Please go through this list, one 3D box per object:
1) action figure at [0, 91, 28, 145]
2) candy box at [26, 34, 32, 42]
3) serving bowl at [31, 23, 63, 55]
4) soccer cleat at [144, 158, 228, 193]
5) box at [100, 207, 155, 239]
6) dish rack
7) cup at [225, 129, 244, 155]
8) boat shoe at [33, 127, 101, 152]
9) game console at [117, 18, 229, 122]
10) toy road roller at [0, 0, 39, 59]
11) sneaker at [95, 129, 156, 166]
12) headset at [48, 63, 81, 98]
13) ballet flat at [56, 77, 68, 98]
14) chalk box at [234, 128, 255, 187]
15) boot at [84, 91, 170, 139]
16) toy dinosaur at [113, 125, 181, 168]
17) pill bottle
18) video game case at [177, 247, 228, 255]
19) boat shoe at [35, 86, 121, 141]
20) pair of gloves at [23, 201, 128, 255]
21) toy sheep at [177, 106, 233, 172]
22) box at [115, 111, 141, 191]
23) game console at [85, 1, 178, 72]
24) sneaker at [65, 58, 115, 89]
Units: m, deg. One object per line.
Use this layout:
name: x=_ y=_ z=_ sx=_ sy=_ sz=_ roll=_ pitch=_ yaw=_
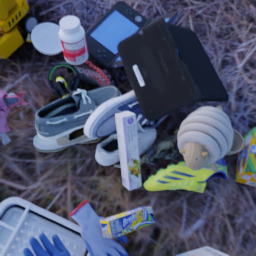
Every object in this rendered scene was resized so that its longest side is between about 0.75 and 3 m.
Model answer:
action figure: x=-4.474 y=-0.569 z=8.646 sx=2.794 sy=2.080 sz=1.871 roll=-26 pitch=61 yaw=4
candy box: x=-3.417 y=-3.572 z=10.965 sx=1.017 sy=0.134 sz=0.520 roll=5 pitch=71 yaw=2
serving bowl: x=-2.974 y=-3.280 z=10.557 sx=1.293 sy=0.425 sz=1.293 roll=5 pitch=74 yaw=-17
soccer cleat: x=1.746 y=1.492 z=8.272 sx=2.565 sy=0.829 sz=1.073 roll=-17 pitch=75 yaw=-7
box: x=0.003 y=2.523 z=7.553 sx=1.435 sy=0.503 sz=0.461 roll=-6 pitch=80 yaw=-35
dish rack: x=-2.550 y=3.499 z=7.399 sx=2.943 sy=0.641 sz=2.526 roll=21 pitch=65 yaw=8
cup: x=3.084 y=0.519 z=8.788 sx=0.859 sy=0.614 sz=0.859 roll=3 pitch=58 yaw=-5
boat shoe: x=-1.958 y=0.188 z=8.892 sx=2.201 sy=0.753 sz=0.823 roll=-13 pitch=66 yaw=-6
game console: x=1.405 y=-1.767 z=8.892 sx=2.556 sy=1.692 sz=2.907 roll=-26 pitch=70 yaw=13
toy road roller: x=-4.679 y=-3.914 z=10.117 sx=1.515 sy=1.800 sz=2.466 roll=27 pitch=69 yaw=21
sneaker: x=-0.028 y=0.461 z=8.602 sx=2.104 sy=1.045 sz=0.820 roll=-27 pitch=68 yaw=-12
headset: x=-2.043 y=-1.293 z=9.238 sx=1.033 sy=0.786 sz=1.673 roll=-12 pitch=110 yaw=5
ballet flat: x=-2.322 y=-1.472 z=9.893 sx=0.327 sy=0.328 sz=0.979 roll=-16 pitch=66 yaw=-13
chalk box: x=4.036 y=0.781 z=8.417 sx=1.131 sy=1.124 sz=1.813 roll=16 pitch=66 yaw=6
boot: x=0.091 y=-0.317 z=8.491 sx=1.273 sy=1.025 sz=2.818 roll=35 pitch=52 yaw=27
toy dinosaur: x=0.859 y=0.769 z=8.501 sx=2.609 sy=1.150 sz=0.619 roll=-29 pitch=107 yaw=-8
pill bottle: x=-1.760 y=-2.789 z=8.991 sx=0.803 sy=1.430 sz=0.803 roll=0 pitch=58 yaw=0
video game case: x=1.641 y=3.315 z=6.020 sx=2.364 sy=2.597 sz=0.308 roll=-4 pitch=87 yaw=-25
boat shoe: x=-1.439 y=-0.641 z=8.472 sx=2.916 sy=0.901 sz=1.062 roll=-29 pitch=55 yaw=-21
pair of gloves: x=-1.201 y=3.206 z=6.960 sx=2.202 sy=0.312 sz=2.739 roll=48 pitch=43 yaw=11
toy sheep: x=2.139 y=0.221 z=7.692 sx=1.587 sy=1.587 sz=2.302 roll=24 pitch=52 yaw=11
box: x=0.020 y=0.681 z=8.009 sx=0.440 sy=2.272 sz=0.471 roll=-15 pitch=20 yaw=-27
game console: x=-0.062 y=-3.554 z=10.056 sx=2.406 sy=1.668 sz=2.819 roll=37 pitch=69 yaw=1
sneaker: x=-1.359 y=-1.757 z=9.806 sx=2.141 sy=0.757 sz=1.046 roll=42 pitch=78 yaw=14
